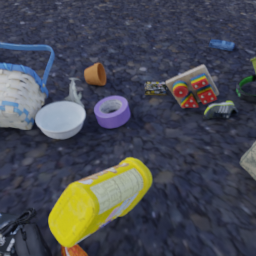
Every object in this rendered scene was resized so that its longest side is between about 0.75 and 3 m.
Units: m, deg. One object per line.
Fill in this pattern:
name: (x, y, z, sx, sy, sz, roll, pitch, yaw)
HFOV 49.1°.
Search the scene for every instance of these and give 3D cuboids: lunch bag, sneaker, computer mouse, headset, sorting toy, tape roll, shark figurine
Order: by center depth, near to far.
computer mouse: (-1.902, 2.220, 5.294, 0.840, 0.320, 1.212, -35, 77, -5)
sneaker: (-1.014, 2.496, 5.430, 0.423, 0.400, 1.097, -7, 44, -35)
lunch bag: (4.465, 0.763, 6.340, 2.767, 1.928, 2.321, -23, 62, -23)
sorting toy: (2.000, -1.119, 8.628, 1.254, 1.261, 0.439, -21, 44, 25)
tape roll: (-0.491, -0.498, 8.677, 1.051, 0.447, 1.051, -9, 40, 7)
shark figurine: (-1.757, -1.062, 8.688, 0.485, 1.162, 0.694, -15, -4, 19)
sneaker: (2.940, -0.496, 8.842, 1.241, 0.458, 0.502, -17, 46, -17)
headset: (4.928, -1.319, 9.745, 2.176, 1.022, 1.344, -5, 42, 18)

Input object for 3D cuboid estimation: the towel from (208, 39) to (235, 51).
towel: (4.314, -3.843, 12.903, 1.101, 0.267, 0.614, 16, 42, 18)

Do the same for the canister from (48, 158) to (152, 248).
canister: (-0.471, 1.343, 5.274, 0.770, 1.321, 1.779, 45, 28, 20)

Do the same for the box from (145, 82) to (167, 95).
box: (1.004, -1.436, 10.132, 0.783, 0.193, 0.625, 1, 38, 2)

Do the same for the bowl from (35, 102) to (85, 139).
bowl: (-1.943, -0.120, 8.229, 1.424, 0.640, 1.424, 1, 40, 0)

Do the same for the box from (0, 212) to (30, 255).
box: (-2.557, 2.211, 5.838, 0.674, 0.183, 0.842, 7, 41, 8)

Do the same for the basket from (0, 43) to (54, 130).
basket: (-3.702, -1.408, 8.530, 2.437, 1.923, 2.764, 5, 71, 5)

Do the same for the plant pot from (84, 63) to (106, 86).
plant pot: (-1.232, -1.926, 10.320, 0.574, 0.820, 0.820, -8, 38, 18)

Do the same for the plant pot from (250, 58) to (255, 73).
plant pot: (4.488, -1.521, 8.550, 1.337, 1.270, 1.337, -4, 3, 0)
